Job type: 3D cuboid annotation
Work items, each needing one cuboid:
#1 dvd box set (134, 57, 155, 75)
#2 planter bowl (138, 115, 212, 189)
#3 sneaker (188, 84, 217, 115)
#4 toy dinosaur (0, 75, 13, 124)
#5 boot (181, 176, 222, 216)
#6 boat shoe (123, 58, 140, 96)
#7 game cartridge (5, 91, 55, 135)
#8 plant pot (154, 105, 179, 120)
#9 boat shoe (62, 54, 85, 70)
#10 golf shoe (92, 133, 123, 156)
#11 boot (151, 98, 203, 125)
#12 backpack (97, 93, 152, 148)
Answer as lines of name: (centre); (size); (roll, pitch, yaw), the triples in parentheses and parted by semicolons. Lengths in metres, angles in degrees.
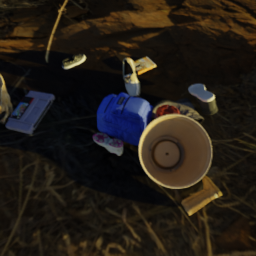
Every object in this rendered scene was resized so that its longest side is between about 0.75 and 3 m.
dvd box set: (0.726, -3.137, 14.076); (1.073, 0.158, 0.785); (-27, 57, -20)
planter bowl: (1.447, 0.859, 9.655); (2.369, 1.594, 2.369); (1, 80, -4)
sneaker: (3.212, -1.202, 12.150); (0.710, 0.996, 2.007); (-23, 29, 1)
toy dinosaur: (-5.107, -1.184, 11.437); (0.867, 1.507, 2.980); (0, 46, -20)
boot: (2.352, 2.247, 9.469); (1.279, 0.423, 1.120); (-31, 20, 0)
boat shoe: (0.056, -2.189, 12.280); (0.655, 0.600, 1.753); (-15, 86, 20)
game cartridge: (-4.115, -0.703, 11.759); (1.295, 0.383, 1.997); (13, 58, 17)
plant pot: (1.503, -0.202, 11.004); (1.218, 1.185, 1.218); (-1, 49, 2)
boat shoe: (-2.743, -3.420, 14.157); (0.471, 0.389, 1.373); (38, 60, 26)
golf shoe: (-0.793, 0.650, 10.759); (1.428, 0.653, 0.538); (22, 48, 34)
boot: (1.976, -0.514, 11.566); (2.050, 0.715, 1.349); (-15, 49, -10)
backpack: (-0.192, -0.523, 11.004); (2.006, 1.683, 1.630); (17, 49, 14)
